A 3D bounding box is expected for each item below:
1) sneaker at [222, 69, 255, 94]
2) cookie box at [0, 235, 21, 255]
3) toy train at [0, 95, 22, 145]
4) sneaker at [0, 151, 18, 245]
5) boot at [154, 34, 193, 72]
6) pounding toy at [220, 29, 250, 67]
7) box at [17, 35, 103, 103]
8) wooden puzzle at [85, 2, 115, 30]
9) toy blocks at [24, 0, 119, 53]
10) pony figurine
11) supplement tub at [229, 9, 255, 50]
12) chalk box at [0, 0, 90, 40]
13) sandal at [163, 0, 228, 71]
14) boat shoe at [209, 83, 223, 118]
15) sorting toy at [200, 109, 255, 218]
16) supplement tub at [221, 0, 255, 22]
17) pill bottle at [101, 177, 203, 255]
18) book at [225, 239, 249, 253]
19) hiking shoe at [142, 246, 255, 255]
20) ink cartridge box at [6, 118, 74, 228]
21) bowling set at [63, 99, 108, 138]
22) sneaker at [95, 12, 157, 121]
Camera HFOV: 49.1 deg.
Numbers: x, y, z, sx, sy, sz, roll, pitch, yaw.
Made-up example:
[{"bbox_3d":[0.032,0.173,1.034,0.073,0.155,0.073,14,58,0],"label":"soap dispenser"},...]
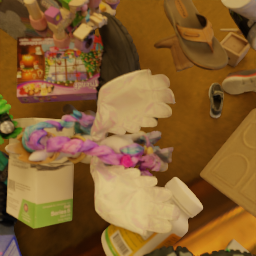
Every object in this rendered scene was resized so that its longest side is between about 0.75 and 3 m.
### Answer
[{"bbox_3d":[4.118,-1.603,8.862,2.118,0.816,0.867,5,47,27],"label":"sneaker"},{"bbox_3d":[-2.999,3.133,5.918,1.459,1.706,0.641,-4,23,6],"label":"cookie box"},{"bbox_3d":[-2.745,-0.296,5.349,0.836,0.619,2.965,-28,28,-21],"label":"toy train"},{"bbox_3d":[-3.025,1.701,7.139,1.757,1.217,2.910,-36,66,-7],"label":"sneaker"},{"bbox_3d":[1.256,-2.056,7.834,0.874,0.330,0.998,-18,92,27],"label":"boot"},{"bbox_3d":[3.691,-3.004,9.970,1.181,0.615,1.344,37,68,18],"label":"pounding toy"},{"bbox_3d":[-1.487,-1.472,6.890,2.325,0.455,1.591,-5,74,-8],"label":"box"},{"bbox_3d":[-1.627,-4.625,11.020,1.740,0.324,1.610,40,68,19],"label":"wooden puzzle"},{"bbox_3d":[-1.036,-2.288,6.065,1.673,1.408,1.563,33,71,14],"label":"toy blocks"},{"bbox_3d":[-0.257,0.418,4.944,2.708,2.806,2.336,-2,83,27],"label":"pony figurine"},{"bbox_3d":[3.337,-2.973,7.257,1.087,1.087,1.774,-12,62,-7],"label":"supplement tub"},{"bbox_3d":[-1.944,-3.459,7.240,1.742,2.800,1.733,37,50,-29],"label":"chalk box"},{"bbox_3d":[1.536,-2.289,6.400,0.886,0.596,2.207,-27,85,-11],"label":"sandal"},{"bbox_3d":[2.866,-0.957,8.945,0.469,0.462,1.302,5,62,3],"label":"boat shoe"},{"bbox_3d":[2.843,0.331,5.305,2.719,0.364,2.026,-50,30,-1],"label":"sorting toy"},{"bbox_3d":[2.481,-2.638,5.570,1.244,0.821,0.821,-4,53,-45],"label":"supplement tub"},{"bbox_3d":[0.422,1.619,4.741,1.638,0.910,0.910,-44,67,7],"label":"pill bottle"},{"bbox_3d":[2.854,3.677,6.510,1.744,0.419,1.165,38,65,20],"label":"book"},{"bbox_3d":[1.173,2.477,4.154,2.627,0.977,1.139,17,48,-31],"label":"hiking shoe"},{"bbox_3d":[-1.825,0.822,5.754,0.836,1.448,1.991,3,88,-42],"label":"ink cartridge box"},{"bbox_3d":[-1.438,0.000,8.190,1.662,1.282,2.389,-3,61,20],"label":"bowling set"},{"bbox_3d":[-0.248,-1.132,5.944,1.163,0.973,2.562,-21,98,1],"label":"sneaker"}]
